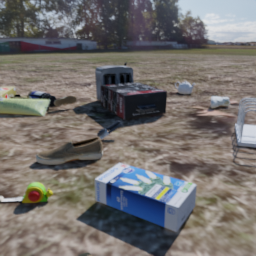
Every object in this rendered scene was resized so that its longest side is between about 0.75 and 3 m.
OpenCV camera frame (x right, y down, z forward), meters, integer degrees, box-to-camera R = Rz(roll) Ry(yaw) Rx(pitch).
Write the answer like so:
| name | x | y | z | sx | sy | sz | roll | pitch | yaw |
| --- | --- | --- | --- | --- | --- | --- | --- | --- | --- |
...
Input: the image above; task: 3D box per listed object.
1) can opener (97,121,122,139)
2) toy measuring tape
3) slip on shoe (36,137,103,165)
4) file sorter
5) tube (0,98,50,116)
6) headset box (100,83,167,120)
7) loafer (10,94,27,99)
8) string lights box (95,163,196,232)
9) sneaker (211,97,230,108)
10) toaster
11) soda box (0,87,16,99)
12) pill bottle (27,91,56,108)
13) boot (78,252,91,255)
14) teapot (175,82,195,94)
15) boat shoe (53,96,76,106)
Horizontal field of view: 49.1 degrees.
| name | x | y | z | sx | sy | sz | roll | pitch | yaw |
| --- | --- | --- | --- | --- | --- | --- | --- | --- | --- |
| can opener | -0.660 | 0.054 | 9.869 | 0.981 | 0.328 | 0.262 | -33 | 74 | -13 |
| toy measuring tape | -2.298 | 1.441 | 6.247 | 1.205 | 0.443 | 0.443 | -1 | 19 | -3 |
| slip on shoe | -1.714 | 0.646 | 8.272 | 1.949 | 0.590 | 0.741 | -3 | 19 | -9 |
| file sorter | 4.617 | -0.231 | 9.824 | 1.407 | 1.262 | 2.028 | 6 | 19 | 16 |
| tube | -5.065 | -0.974 | 12.959 | 2.694 | 0.782 | 0.699 | 2 | 1 | 3 |
| headset box | 0.255 | -1.330 | 13.178 | 2.203 | 1.143 | 2.961 | -10 | 22 | -26 |
| loafer | -5.748 | -1.565 | 14.889 | 0.538 | 0.477 | 1.416 | 5 | 20 | 13 |
| string lights box | 0.351 | 1.413 | 6.045 | 1.960 | 0.578 | 1.007 | 12 | 22 | 30 |
| sneaker | 4.642 | -1.315 | 14.053 | 0.874 | 0.557 | 1.513 | 5 | 18 | 24 |
| toaster | -0.729 | -2.480 | 15.147 | 1.888 | 2.088 | 1.239 | -7 | 15 | -21 |
| soda box | -6.557 | -1.573 | 14.519 | 0.781 | 0.738 | 2.305 | -1 | 18 | -3 |
| pill bottle | -4.264 | -1.384 | 13.892 | 1.402 | 0.784 | 0.784 | 12 | 22 | 28 |
| boot | -0.777 | 2.230 | 4.147 | 0.832 | 0.322 | 0.575 | -15 | 29 | -35 |
| teapot | 3.509 | -2.525 | 17.344 | 0.961 | 0.702 | 0.949 | -6 | 20 | -15 |
| boat shoe | -3.107 | -1.331 | 13.698 | 1.191 | 0.429 | 0.386 | -21 | 24 | -36 |
